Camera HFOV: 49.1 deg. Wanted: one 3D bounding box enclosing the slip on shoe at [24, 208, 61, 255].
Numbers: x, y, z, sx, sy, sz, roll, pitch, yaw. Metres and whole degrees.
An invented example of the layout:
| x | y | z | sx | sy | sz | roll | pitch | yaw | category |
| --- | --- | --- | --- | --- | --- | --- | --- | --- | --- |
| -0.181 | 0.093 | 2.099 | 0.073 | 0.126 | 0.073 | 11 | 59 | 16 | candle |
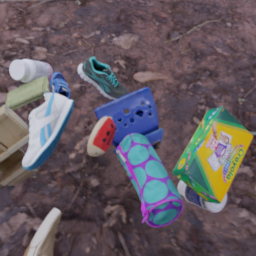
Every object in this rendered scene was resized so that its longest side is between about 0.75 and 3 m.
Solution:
| x | y | z | sx | sy | sz | roll | pitch | yaw | category |
| --- | --- | --- | --- | --- | --- | --- | --- | --- | --- |
| -2.090 | 3.143 | 6.481 | 0.763 | 0.958 | 2.520 | 28 | 53 | -7 | slip on shoe |

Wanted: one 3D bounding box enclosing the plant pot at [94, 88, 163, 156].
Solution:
| x | y | z | sx | sy | sz | roll | pitch | yaw | category |
| --- | --- | --- | --- | --- | --- | --- | --- | --- | --- |
| 0.156 | 0.048 | 9.728 | 2.003 | 2.003 | 1.801 | -23 | 75 | -2 | plant pot |

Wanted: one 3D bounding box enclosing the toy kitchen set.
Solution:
| x | y | z | sx | sy | sz | roll | pitch | yaw | category |
| --- | --- | --- | --- | --- | --- | --- | --- | --- | --- |
| -3.873 | 1.527 | 8.035 | 2.969 | 2.422 | 2.678 | -36 | 35 | 3 | toy kitchen set |

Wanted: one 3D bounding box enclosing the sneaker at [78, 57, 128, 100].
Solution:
| x | y | z | sx | sy | sz | roll | pitch | yaw | category |
| --- | --- | --- | --- | --- | --- | --- | --- | --- | --- |
| -0.935 | -2.062 | 11.734 | 2.406 | 1.098 | 0.934 | 31 | 56 | -15 | sneaker |

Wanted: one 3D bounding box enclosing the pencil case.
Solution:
| x | y | z | sx | sy | sz | roll | pitch | yaw | category |
| --- | --- | --- | --- | --- | --- | --- | --- | --- | --- |
| 0.491 | 1.345 | 7.641 | 1.180 | 1.087 | 2.554 | 2 | 37 | -27 | pencil case |

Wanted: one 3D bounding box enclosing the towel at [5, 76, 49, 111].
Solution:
| x | y | z | sx | sy | sz | roll | pitch | yaw | category |
| --- | --- | --- | --- | --- | --- | --- | --- | --- | --- |
| -3.368 | -1.137 | 9.364 | 1.577 | 0.288 | 1.170 | -24 | 38 | 3 | towel |

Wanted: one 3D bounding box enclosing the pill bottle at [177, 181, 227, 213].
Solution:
| x | y | z | sx | sy | sz | roll | pitch | yaw | category |
| --- | --- | --- | --- | --- | --- | --- | --- | --- | --- |
| 2.226 | 2.006 | 8.683 | 0.810 | 0.810 | 1.458 | -34 | 19 | -23 | pill bottle |

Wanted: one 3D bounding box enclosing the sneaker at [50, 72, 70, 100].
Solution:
| x | y | z | sx | sy | sz | roll | pitch | yaw | category |
| --- | --- | --- | --- | --- | --- | --- | --- | --- | --- |
| -2.646 | -1.488 | 11.075 | 0.688 | 0.766 | 1.861 | 12 | 56 | -37 | sneaker |

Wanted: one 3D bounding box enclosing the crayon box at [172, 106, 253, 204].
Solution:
| x | y | z | sx | sy | sz | roll | pitch | yaw | category |
| --- | --- | --- | --- | --- | --- | --- | --- | --- | --- |
| 2.262 | 0.689 | 7.379 | 1.301 | 0.638 | 2.190 | 40 | 68 | -15 | crayon box |

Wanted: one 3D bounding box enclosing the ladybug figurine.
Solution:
| x | y | z | sx | sy | sz | roll | pitch | yaw | category |
| --- | --- | --- | --- | --- | --- | --- | --- | --- | --- |
| -0.715 | 0.263 | 7.980 | 0.451 | 0.851 | 1.253 | 20 | 81 | 22 | ladybug figurine |

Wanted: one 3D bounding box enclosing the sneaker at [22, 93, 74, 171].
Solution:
| x | y | z | sx | sy | sz | roll | pitch | yaw | category |
| --- | --- | --- | --- | --- | --- | --- | --- | --- | --- |
| -2.488 | 0.086 | 8.179 | 0.976 | 0.925 | 2.417 | 23 | 67 | -2 | sneaker |

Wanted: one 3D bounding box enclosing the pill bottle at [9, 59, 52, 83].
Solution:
| x | y | z | sx | sy | sz | roll | pitch | yaw | category |
| --- | --- | --- | --- | --- | --- | --- | --- | --- | --- |
| -3.454 | -2.002 | 10.017 | 0.812 | 0.812 | 1.433 | 25 | 14 | 18 | pill bottle |
